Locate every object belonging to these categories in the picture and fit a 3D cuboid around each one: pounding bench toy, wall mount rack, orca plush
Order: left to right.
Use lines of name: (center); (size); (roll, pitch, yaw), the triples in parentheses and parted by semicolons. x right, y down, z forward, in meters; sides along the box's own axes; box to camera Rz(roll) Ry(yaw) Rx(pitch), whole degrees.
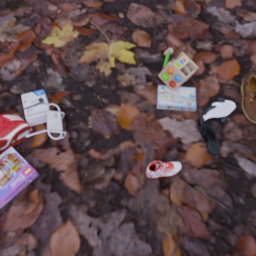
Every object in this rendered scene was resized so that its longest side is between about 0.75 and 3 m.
wall mount rack: (-2.878, -0.140, 9.850); (1.314, 0.564, 1.512); (7, 54, -29)
pounding bench toy: (1.695, -2.296, 10.713); (1.423, 0.884, 1.110); (46, 54, 4)
orca plush: (3.182, -0.575, 10.466); (1.687, 0.600, 0.888); (-37, 109, -16)

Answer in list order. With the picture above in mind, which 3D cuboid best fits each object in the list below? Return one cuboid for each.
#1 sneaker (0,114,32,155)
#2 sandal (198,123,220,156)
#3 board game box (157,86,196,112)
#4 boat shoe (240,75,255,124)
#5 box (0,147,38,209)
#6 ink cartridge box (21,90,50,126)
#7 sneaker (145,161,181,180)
sneaker: (-4.511, 0.275, 9.801); (2.033, 0.797, 1.174); (-31, 54, -31)
sandal: (2.907, 0.314, 9.905); (0.510, 0.325, 1.356); (-12, 57, -7)
board game box: (1.869, -1.151, 10.862); (1.463, 0.250, 0.984); (5, 59, 3)
boat shoe: (4.726, -1.122, 10.583); (0.736, 0.690, 2.044); (3, 58, 2)
box: (-4.106, 1.716, 9.010); (1.342, 0.384, 1.962); (38, 66, 21)
ink cartridge box: (-3.420, -0.754, 10.468); (0.861, 0.502, 1.191); (-17, 60, -10)
sneaker: (1.187, 1.299, 9.094); (1.273, 0.682, 0.425); (-14, 59, -8)
